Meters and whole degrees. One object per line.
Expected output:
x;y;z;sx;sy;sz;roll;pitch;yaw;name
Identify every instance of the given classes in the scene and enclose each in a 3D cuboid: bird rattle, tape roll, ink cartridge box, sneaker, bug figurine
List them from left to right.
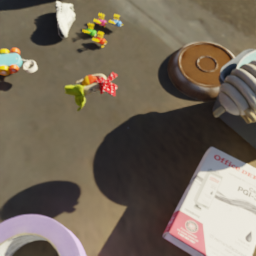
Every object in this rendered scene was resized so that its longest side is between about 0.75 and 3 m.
-2.465;3.718;6.994;2.818;1.197;2.818;0;62;1;tape roll
-2.614;-4.550;11.724;0.786;0.728;1.938;-3;62;-11;sneaker
-0.805;-0.961;6.139;1.174;0.662;0.957;-29;32;5;bird rattle
-1.068;-4.079;11.592;1.282;0.425;1.653;30;70;21;bug figurine
2.537;2.244;7.782;2.073;1.171;2.830;28;65;14;ink cartridge box

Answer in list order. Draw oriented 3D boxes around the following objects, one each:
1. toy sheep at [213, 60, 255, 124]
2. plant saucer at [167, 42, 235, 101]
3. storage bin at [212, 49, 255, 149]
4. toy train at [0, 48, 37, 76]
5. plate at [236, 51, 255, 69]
2.821;-0.846;6.582;1.896;1.307;1.307;-38;67;3;toy sheep
2.947;-2.308;10.645;2.834;0.455;2.834;0;63;-1;plant saucer
4.240;-0.710;8.882;2.177;2.009;2.991;-37;69;-20;storage bin
-4.661;-1.661;10.167;2.038;0.754;2.713;41;71;16;toy train
4.322;-1.116;7.789;2.785;0.356;2.785;1;59;-1;plate
